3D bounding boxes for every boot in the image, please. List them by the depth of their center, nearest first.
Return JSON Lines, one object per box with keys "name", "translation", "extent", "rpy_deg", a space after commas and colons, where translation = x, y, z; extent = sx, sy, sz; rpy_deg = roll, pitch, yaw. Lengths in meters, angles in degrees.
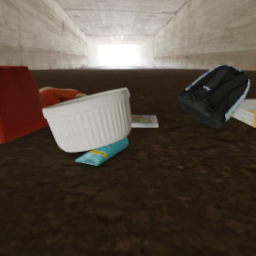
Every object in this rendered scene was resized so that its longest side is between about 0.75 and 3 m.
{"name": "boot", "translation": [-3.192, -1.378, 13.452], "extent": [2.673, 1.003, 1.433], "rpy_deg": [-13, 25, -42]}

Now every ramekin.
{"name": "ramekin", "translation": [-1.003, -0.223, 7.695], "extent": [2.355, 1.236, 2.355], "rpy_deg": [-14, 10, 3]}

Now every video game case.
{"name": "video game case", "translation": [0.350, -0.270, 10.729], "extent": [1.511, 0.167, 1.375], "rpy_deg": [0, 15, 2]}

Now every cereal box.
{"name": "cereal box", "translation": [5.317, -0.654, 11.344], "extent": [2.114, 0.581, 2.938], "rpy_deg": [-1, 15, -5]}

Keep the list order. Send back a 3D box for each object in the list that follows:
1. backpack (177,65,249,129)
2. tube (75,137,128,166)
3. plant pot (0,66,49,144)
{"name": "backpack", "translation": [3.307, -1.248, 10.323], "extent": [1.954, 2.395, 1.842], "rpy_deg": [36, -8, 24]}
{"name": "tube", "translation": [-0.584, 0.600, 7.172], "extent": [0.639, 0.416, 1.651], "rpy_deg": [1, 17, 31]}
{"name": "plant pot", "translation": [-4.469, -0.964, 9.417], "extent": [2.492, 2.199, 2.495], "rpy_deg": [5, 16, 19]}
